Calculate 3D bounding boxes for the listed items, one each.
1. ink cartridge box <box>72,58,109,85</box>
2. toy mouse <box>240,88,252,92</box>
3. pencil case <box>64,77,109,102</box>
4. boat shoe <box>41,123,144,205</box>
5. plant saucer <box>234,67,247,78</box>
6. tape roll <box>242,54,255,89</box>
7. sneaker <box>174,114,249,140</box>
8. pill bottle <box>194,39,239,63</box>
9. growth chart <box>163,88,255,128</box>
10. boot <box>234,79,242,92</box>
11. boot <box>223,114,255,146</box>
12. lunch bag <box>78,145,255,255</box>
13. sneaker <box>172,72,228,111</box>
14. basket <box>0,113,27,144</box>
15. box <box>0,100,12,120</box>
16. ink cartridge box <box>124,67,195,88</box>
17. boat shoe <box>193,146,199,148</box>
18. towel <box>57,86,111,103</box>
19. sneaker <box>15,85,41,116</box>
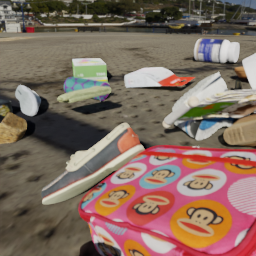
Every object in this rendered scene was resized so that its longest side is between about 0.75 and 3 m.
[{"bbox_3d":[-1.886,-2.777,13.680,1.498,0.856,2.885,-5,23,-12],"label":"ink cartridge box"},{"bbox_3d":[4.792,-0.940,9.650,2.499,0.484,2.221,16,27,32],"label":"toy mouse"},{"bbox_3d":[-1.579,-1.481,10.658,1.692,0.782,0.720,14,54,24],"label":"pencil case"},{"bbox_3d":[-0.647,0.613,4.662,1.883,0.589,0.670,-32,-17,-1],"label":"boat shoe"},{"bbox_3d":[6.208,-2.525,13.074,2.378,0.445,2.378,5,9,-1],"label":"plant saucer"},{"bbox_3d":[3.846,-1.202,7.684,0.640,1.830,1.830,-25,8,31],"label":"tape roll"},{"bbox_3d":[2.380,-0.427,7.898,2.536,0.951,1.099,-13,20,-28],"label":"sneaker"},{"bbox_3d":[5.797,-5.019,18.345,2.593,1.501,1.501,15,27,32],"label":"pill bottle"},{"bbox_3d":[2.287,-0.457,5.975,2.940,0.261,2.128,-7,-12,-2],"label":"growth chart"},{"bbox_3d":[4.365,-1.540,10.980,0.336,0.601,0.868,-2,23,-6],"label":"boot"},{"bbox_3d":[3.752,-0.071,6.174,2.232,0.971,2.684,-10,3,-35],"label":"boot"},{"bbox_3d":[0.802,0.933,3.565,2.154,1.002,2.445,-32,20,-37],"label":"lunch bag"},{"bbox_3d":[2.444,-0.932,9.123,2.390,0.962,0.913,-35,9,-26],"label":"sneaker"},{"bbox_3d":[-3.077,0.109,7.360,0.626,0.653,0.877,28,14,-20],"label":"basket"},{"bbox_3d":[-4.875,-0.397,8.287,1.726,0.500,2.172,10,24,22],"label":"box"},{"bbox_3d":[1.439,-2.304,12.462,2.569,0.733,2.088,-1,18,30],"label":"ink cartridge box"},{"bbox_3d":[1.496,0.561,6.138,1.052,0.344,0.387,3,22,9],"label":"boat shoe"},{"bbox_3d":[-1.307,-0.998,8.250,1.462,0.267,1.085,-16,14,-25],"label":"towel"},{"bbox_3d":[-3.242,-0.932,9.442,0.658,0.678,1.857,17,20,-40],"label":"sneaker"}]
